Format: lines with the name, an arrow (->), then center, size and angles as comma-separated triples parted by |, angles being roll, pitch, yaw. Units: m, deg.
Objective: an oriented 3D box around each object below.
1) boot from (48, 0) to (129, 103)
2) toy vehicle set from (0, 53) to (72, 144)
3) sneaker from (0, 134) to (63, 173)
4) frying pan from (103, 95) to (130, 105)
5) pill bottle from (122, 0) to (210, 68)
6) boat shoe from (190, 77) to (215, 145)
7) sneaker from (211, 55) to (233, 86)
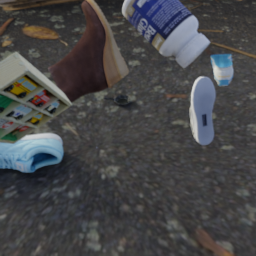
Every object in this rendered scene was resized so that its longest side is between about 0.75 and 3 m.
boot -> -1.234, -1.948, 7.198 | 1.893, 2.276, 0.824 | -24, 6, 2
toy vehicle set -> -2.135, -0.358, 5.267 | 1.642, 2.643, 0.350 | -35, 84, -1
sneaker -> -3.236, 0.856, 8.287 | 2.636, 0.974, 1.080 | -13, 39, -14
frying pan -> -0.416, -1.052, 11.046 | 1.028, 0.167, 0.622 | -12, 42, -11
pill bottle -> 1.240, -3.285, 8.979 | 2.744, 1.524, 1.524 | 47, 54, 4
boat shoe -> 1.852, -0.447, 7.315 | 0.651, 1.770, 0.578 | -4, 15, -13
sneaker -> 2.740, -1.758, 8.236 | 0.619, 0.654, 1.618 | 1, 29, 18
